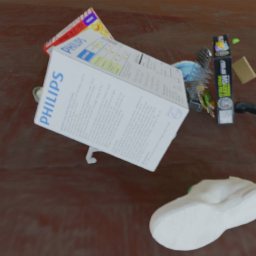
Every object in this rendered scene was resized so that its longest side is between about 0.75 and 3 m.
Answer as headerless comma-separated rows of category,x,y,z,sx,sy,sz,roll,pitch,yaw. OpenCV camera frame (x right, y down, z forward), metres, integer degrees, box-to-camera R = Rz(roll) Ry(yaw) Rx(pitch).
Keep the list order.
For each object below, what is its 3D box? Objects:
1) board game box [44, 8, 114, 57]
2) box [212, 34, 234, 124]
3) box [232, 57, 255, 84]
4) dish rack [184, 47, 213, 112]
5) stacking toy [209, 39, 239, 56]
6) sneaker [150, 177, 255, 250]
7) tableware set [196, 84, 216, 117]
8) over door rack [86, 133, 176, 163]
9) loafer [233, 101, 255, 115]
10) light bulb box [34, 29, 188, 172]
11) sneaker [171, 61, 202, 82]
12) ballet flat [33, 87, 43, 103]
board game box,-1.279,-2.467,10.127,2.099,2.771,0.642,-34,34,11
box,3.244,-1.660,9.579,0.542,2.450,1.963,-3,34,19
box,3.750,-1.859,9.105,0.080,0.752,0.615,-29,-3,-20
dish rack,1.975,-1.390,7.793,0.443,1.623,1.245,14,26,-6
stacking toy,2.567,-2.186,7.650,0.762,0.179,0.574,-18,-2,-25
sneaker,1.598,1.694,6.169,2.876,1.082,1.273,-7,22,-25
tableware set,2.741,-1.070,9.714,0.258,1.683,1.134,-21,67,26
over door rack,-0.219,-0.256,8.692,2.913,0.970,2.152,-13,45,-23
loafer,4.320,-0.745,9.806,1.191,0.434,0.431,9,63,28
light bulb box,-0.259,-0.825,6.648,2.765,1.725,2.741,23,27,-4
sneaker,1.457,-1.525,8.929,1.959,0.768,0.881,-8,57,-3
ballet flat,-2.729,-1.039,10.471,2.033,0.648,0.685,19,58,20
